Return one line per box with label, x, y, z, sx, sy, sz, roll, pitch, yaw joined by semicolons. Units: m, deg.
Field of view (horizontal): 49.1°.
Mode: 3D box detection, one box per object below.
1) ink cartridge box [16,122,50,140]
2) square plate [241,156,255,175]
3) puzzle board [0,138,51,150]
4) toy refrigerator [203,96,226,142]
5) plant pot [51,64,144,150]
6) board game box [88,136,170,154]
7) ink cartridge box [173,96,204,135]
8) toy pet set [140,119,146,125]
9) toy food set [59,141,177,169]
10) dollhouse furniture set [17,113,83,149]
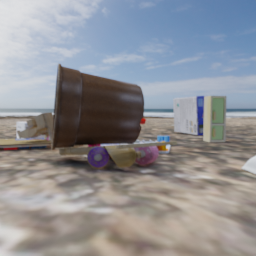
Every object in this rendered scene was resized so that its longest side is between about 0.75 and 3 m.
ink cartridge box;-3.802;0.125;11.668;2.275;0.766;1.332;-2;4;-36
square plate;3.759;0.455;4.457;2.933;0.417;2.906;-10;0;0
puzzle board;-3.959;0.547;9.383;2.479;0.216;1.868;-1;3;-24
toy refrigerator;3.443;-0.357;11.101;0.687;1.810;0.633;0;4;-11
plant pot;-0.812;-0.419;7.122;2.084;2.105;2.105;5;2;-17
board game box;0.139;0.497;9.329;2.480;0.321;2.480;1;4;10
ink cartridge box;3.527;-0.657;14.730;1.106;1.977;2.898;-4;5;-17
toy pet set;-0.916;0.106;10.262;2.369;1.258;2.212;-9;25;-34
toy food set;-0.305;0.634;6.519;1.868;0.463;2.938;-2;-4;-30
dollhouse furniture set;-2.749;0.408;9.060;2.428;1.186;2.071;-21;-3;26
